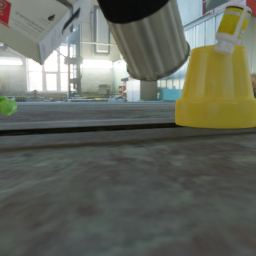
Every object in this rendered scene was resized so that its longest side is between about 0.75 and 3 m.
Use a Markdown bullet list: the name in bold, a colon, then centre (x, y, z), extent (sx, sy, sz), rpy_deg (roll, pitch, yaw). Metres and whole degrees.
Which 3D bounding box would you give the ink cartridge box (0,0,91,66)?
- **ink cartridge box**: centre (-2.367, -3.207, 7.523), extent (1.787, 2.476, 1.037), rpy_deg (31, -25, 0)

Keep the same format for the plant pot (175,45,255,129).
- **plant pot**: centre (2.827, -1.311, 9.036), extent (2.590, 2.437, 2.590), rpy_deg (-1, 6, 0)

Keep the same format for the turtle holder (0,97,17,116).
- **turtle holder**: centre (-4.181, -0.522, 7.414), extent (1.996, 1.516, 1.417), rpy_deg (30, 6, -26)

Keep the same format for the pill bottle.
- **pill bottle**: centre (2.789, -2.651, 7.603), extent (0.683, 1.228, 0.683), rpy_deg (19, 9, -3)

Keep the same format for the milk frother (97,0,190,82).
- **milk frother**: centre (0.939, -2.743, 5.800), extent (2.809, 2.535, 2.642), rpy_deg (10, -30, 31)
